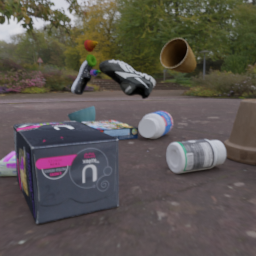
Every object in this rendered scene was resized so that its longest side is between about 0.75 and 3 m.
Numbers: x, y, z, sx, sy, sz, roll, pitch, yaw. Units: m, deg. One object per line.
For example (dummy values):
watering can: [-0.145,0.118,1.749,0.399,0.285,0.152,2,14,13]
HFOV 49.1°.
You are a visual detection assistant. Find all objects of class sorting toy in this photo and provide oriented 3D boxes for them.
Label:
sorting toy: [-1.534,-3.233,12.776,0.585,1.698,0.589,-8,1,40]

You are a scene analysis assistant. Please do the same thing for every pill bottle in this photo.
pill bottle: [1.961,0.789,8.039,1.548,0.875,0.875,-4,10,-24]
pill bottle: [1.256,-0.119,12.900,1.158,1.158,2.063,4,10,24]

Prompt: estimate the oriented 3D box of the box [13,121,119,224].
box: [-1.536,0.747,6.330,1.699,1.474,2.779,-5,11,-28]

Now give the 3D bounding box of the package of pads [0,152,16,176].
package of pads: [-2.979,0.992,8.073,1.035,0.457,1.340,-1,9,-7]

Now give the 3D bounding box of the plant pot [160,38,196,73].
plant pot: [2.184,-2.754,11.329,1.240,1.240,1.331,8,-7,43]

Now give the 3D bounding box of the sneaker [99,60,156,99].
sneaker: [-0.065,-1.867,11.104,2.417,1.094,0.803,22,-35,-12]

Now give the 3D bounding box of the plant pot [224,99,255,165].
plant pot: [4.361,0.050,9.335,2.238,1.952,2.238,-1,10,0]

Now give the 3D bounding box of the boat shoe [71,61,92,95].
boat shoe: [-2.042,-2.367,13.282,0.607,1.832,0.640,19,-17,26]

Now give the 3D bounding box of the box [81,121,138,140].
box: [-0.985,0.089,13.571,1.916,0.529,2.805,-4,10,-25]

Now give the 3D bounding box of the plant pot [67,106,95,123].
plant pot: [-2.384,-0.467,15.059,1.491,1.004,1.491,-19,3,1]
